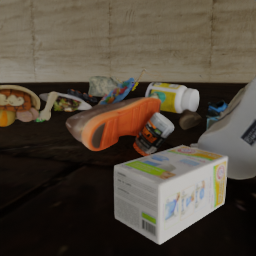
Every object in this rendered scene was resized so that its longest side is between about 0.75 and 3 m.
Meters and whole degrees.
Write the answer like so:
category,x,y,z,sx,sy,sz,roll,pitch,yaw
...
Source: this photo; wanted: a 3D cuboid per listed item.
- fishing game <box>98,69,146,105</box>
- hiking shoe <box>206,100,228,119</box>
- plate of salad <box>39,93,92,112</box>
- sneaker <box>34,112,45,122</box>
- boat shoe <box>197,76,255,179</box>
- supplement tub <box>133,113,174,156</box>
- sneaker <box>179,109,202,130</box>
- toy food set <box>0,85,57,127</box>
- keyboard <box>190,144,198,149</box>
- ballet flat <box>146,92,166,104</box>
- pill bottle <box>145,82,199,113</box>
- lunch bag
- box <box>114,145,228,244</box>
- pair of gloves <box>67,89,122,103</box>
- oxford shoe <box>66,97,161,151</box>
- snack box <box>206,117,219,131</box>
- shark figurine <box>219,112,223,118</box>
category,x,y,z,sx,sy,sz,roll,pitch,yaw
fishing game,-0.518,-1.379,10.950,2.638,0.410,1.889,-22,29,47
hiking shoe,3.591,-0.671,10.309,1.587,0.688,0.591,-9,21,-29
plate of salad,-2.634,-0.982,11.768,2.189,0.526,2.189,11,-9,2
sneaker,-3.106,-0.357,10.054,0.341,0.312,0.801,11,17,-7
boat shoe,1.766,-0.110,3.882,0.969,2.693,0.885,40,67,20
supplement tub,0.519,0.156,5.868,0.525,0.857,0.525,34,17,-11
sneaker,1.823,-0.310,8.814,0.548,0.511,1.450,43,21,23
toy food set,-3.525,-0.604,8.455,2.604,0.523,1.798,5,-33,-29
keyboard,2.038,0.449,6.634,1.089,0.058,0.306,0,16,2
ballet flat,0.512,-0.723,8.980,1.472,0.496,0.518,-33,-21,23
pill bottle,1.848,-1.248,11.761,2.013,1.150,1.150,14,18,34
lunch bag,-1.340,-2.872,19.379,2.475,1.455,2.030,5,14,2
box,0.574,0.739,3.555,1.366,0.692,0.768,-11,16,-41
pair of gloves,-1.130,-1.170,11.833,2.825,0.349,2.517,14,1,-2
oxford shoe,-0.198,-0.316,6.413,0.958,0.936,2.627,27,29,34
snack box,3.419,0.010,7.671,1.243,0.397,2.140,-11,18,-41
shark figurine,2.313,0.382,6.122,0.619,0.886,1.483,-23,33,0
